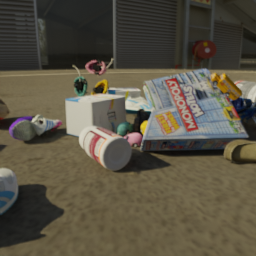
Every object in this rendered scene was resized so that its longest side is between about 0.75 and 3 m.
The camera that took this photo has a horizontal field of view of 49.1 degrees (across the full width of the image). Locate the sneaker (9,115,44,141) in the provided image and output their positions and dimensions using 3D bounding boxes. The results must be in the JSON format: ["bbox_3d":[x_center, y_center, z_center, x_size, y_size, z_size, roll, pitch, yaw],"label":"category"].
[{"bbox_3d":[-3.830,0.023,10.001,1.010,0.706,2.030,-4,10,8],"label":"sneaker"}]

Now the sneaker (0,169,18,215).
[{"bbox_3d":[-2.725,1.180,5.139,0.865,0.913,2.260,-1,14,3],"label":"sneaker"}]

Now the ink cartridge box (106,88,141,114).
[{"bbox_3d":[-0.238,-1.362,13.996,1.591,1.151,1.171,-2,15,-8],"label":"ink cartridge box"}]

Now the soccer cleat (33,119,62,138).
[{"bbox_3d":[-2.950,-0.151,10.351,0.504,0.623,1.444,-32,5,20],"label":"soccer cleat"}]

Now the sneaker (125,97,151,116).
[{"bbox_3d":[0.744,-0.993,12.919,1.886,0.762,0.722,10,-18,16],"label":"sneaker"}]

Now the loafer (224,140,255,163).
[{"bbox_3d":[3.389,0.646,7.671,1.614,0.614,0.544,-5,11,-18],"label":"loafer"}]

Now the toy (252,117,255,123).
[{"bbox_3d":[5.323,-0.049,10.641,0.964,0.395,1.674,6,15,12],"label":"toy"}]

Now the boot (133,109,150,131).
[{"bbox_3d":[1.123,-0.190,10.906,1.672,0.665,1.921,5,23,8],"label":"boot"}]

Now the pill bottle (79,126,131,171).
[{"bbox_3d":[-0.688,0.489,7.675,0.907,0.907,1.588,-9,18,-31],"label":"pill bottle"}]

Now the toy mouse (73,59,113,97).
[{"bbox_3d":[-1.827,-2.402,13.869,2.513,2.828,0.547,37,10,27],"label":"toy mouse"}]

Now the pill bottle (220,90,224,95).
[{"bbox_3d":[2.160,-1.224,10.562,2.595,1.451,1.451,-6,14,7],"label":"pill bottle"}]

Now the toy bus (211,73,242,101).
[{"bbox_3d":[3.053,-1.319,8.749,0.412,1.053,0.343,-39,19,35],"label":"toy bus"}]

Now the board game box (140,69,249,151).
[{"bbox_3d":[1.607,-0.477,8.726,2.984,2.986,0.921,-13,-25,-10],"label":"board game box"}]

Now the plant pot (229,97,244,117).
[{"bbox_3d":[4.392,-0.897,12.359,1.074,1.194,1.194,-2,14,-31],"label":"plant pot"}]

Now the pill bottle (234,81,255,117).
[{"bbox_3d":[6.018,-1.259,12.835,1.569,1.569,2.708,-7,18,-24],"label":"pill bottle"}]

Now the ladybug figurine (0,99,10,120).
[{"bbox_3d":[-5.865,-0.937,11.389,1.908,1.011,2.811,40,-7,-9],"label":"ladybug figurine"}]

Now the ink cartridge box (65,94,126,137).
[{"bbox_3d":[-1.150,-0.477,10.361,1.360,1.337,1.848,10,17,37],"label":"ink cartridge box"}]

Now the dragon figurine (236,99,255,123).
[{"bbox_3d":[4.731,-0.747,11.045,2.185,1.086,0.643,1,44,-42],"label":"dragon figurine"}]

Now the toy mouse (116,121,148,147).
[{"bbox_3d":[0.092,0.146,9.404,1.678,0.365,1.888,-7,30,-7],"label":"toy mouse"}]
